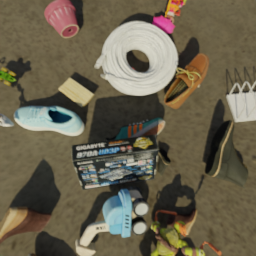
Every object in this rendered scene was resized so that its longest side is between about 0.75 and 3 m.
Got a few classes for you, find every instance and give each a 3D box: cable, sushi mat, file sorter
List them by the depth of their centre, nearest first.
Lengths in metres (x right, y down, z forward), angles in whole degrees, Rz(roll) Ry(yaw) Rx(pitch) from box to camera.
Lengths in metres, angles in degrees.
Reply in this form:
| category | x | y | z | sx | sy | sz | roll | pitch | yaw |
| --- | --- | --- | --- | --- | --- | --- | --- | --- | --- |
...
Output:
| category | x | y | z | sx | sy | sz | roll | pitch | yaw |
| --- | --- | --- | --- | --- | --- | --- | --- | --- | --- |
| file sorter | 4.480 | -0.997 | 9.743 | 1.605 | 0.999 | 1.114 | -6 | 61 | -3 |
| sushi mat | -1.865 | -1.272 | 10.017 | 1.308 | 0.079 | 0.626 | 36 | 77 | 23 |
| cable | 0.389 | -2.470 | 10.222 | 2.719 | 0.941 | 2.718 | 24 | 76 | -7 |

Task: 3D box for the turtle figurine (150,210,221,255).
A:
| category | x | y | z | sx | sy | sz | roll | pitch | yaw |
| --- | --- | --- | --- | --- | --- | --- | --- | --- | --- |
| turtle figurine | 1.064 | 3.086 | 7.068 | 2.224 | 0.716 | 1.793 | 20 | 72 | 50 |

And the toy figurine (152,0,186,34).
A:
| category | x | y | z | sx | sy | sz | roll | pitch | yaw |
| --- | --- | --- | --- | --- | --- | --- | --- | --- | --- |
| toy figurine | 1.676 | -4.745 | 11.354 | 1.500 | 1.840 | 1.999 | 26 | 25 | 14 |

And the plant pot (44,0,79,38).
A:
| category | x | y | z | sx | sy | sz | roll | pitch | yaw |
| --- | --- | --- | --- | --- | --- | --- | --- | --- | --- |
| plant pot | -2.652 | -4.442 | 11.614 | 1.266 | 1.266 | 1.134 | -25 | 79 | -13 |

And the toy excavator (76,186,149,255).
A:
| category | x | y | z | sx | sy | sz | roll | pitch | yaw |
| --- | --- | --- | --- | --- | --- | --- | --- | --- | --- |
| toy excavator | -0.482 | 2.557 | 7.638 | 1.853 | 1.802 | 0.926 | 0 | 17 | -13 |

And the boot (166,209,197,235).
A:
| category | x | y | z | sx | sy | sz | roll | pitch | yaw |
| --- | --- | --- | --- | --- | --- | --- | --- | --- | --- |
| boot | 1.559 | 2.588 | 8.130 | 0.703 | 0.306 | 0.845 | 27 | 68 | 13 |

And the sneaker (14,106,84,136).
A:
| category | x | y | z | sx | sy | sz | roll | pitch | yaw |
| --- | --- | --- | --- | --- | --- | --- | --- | --- | --- |
| sneaker | -2.734 | -0.439 | 9.377 | 2.500 | 1.024 | 0.924 | 7 | 62 | 7 |

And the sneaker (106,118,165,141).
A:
| category | x | y | z | sx | sy | sz | roll | pitch | yaw |
| --- | --- | --- | --- | --- | --- | --- | --- | --- | --- |
| sneaker | 0.207 | 0.134 | 9.144 | 2.058 | 0.735 | 0.822 | -30 | 58 | -12 |

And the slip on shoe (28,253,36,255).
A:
| category | x | y | z | sx | sy | sz | roll | pitch | yaw |
| --- | --- | --- | --- | --- | --- | --- | --- | --- | --- |
| slip on shoe | -2.073 | 3.783 | 7.252 | 0.449 | 0.563 | 1.481 | -43 | 59 | -12 |

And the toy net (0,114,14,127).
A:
| category | x | y | z | sx | sy | sz | roll | pitch | yaw |
| --- | --- | --- | --- | --- | --- | --- | --- | --- | --- |
| toy net | -4.340 | -0.442 | 8.818 | 0.289 | 1.497 | 0.785 | -46 | 34 | 11 |

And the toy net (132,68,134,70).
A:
| category | x | y | z | sx | sy | sz | roll | pitch | yaw |
| --- | --- | --- | --- | --- | --- | --- | --- | --- | --- |
| toy net | -0.083 | -2.362 | 10.970 | 0.482 | 0.178 | 0.919 | -35 | 66 | -18 |

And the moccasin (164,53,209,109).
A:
| category | x | y | z | sx | sy | sz | roll | pitch | yaw |
| --- | --- | --- | --- | --- | --- | --- | --- | --- | --- |
| moccasin | 1.942 | -1.619 | 9.515 | 2.093 | 0.808 | 0.765 | -49 | 62 | 16 |

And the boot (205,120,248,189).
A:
| category | x | y | z | sx | sy | sz | roll | pitch | yaw |
| --- | --- | --- | --- | --- | --- | --- | --- | --- | --- |
| boot | 3.288 | 0.832 | 8.806 | 1.306 | 0.731 | 1.888 | 25 | 78 | -6 |

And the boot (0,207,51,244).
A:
| category | x | y | z | sx | sy | sz | roll | pitch | yaw |
| --- | --- | --- | --- | --- | --- | --- | --- | --- | --- |
| boot | -2.938 | 2.796 | 7.656 | 1.455 | 1.210 | 0.526 | -53 | 39 | 12 |

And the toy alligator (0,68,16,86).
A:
| category | x | y | z | sx | sy | sz | roll | pitch | yaw |
| --- | --- | --- | --- | --- | --- | --- | --- | --- | --- |
| toy alligator | -4.573 | -1.929 | 10.191 | 1.489 | 0.358 | 0.493 | 26 | 86 | 19 |

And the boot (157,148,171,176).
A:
| category | x | y | z | sx | sy | sz | roll | pitch | yaw |
| --- | --- | --- | --- | --- | --- | --- | --- | --- | --- |
| boot | 1.038 | 1.075 | 8.978 | 0.321 | 0.573 | 0.829 | 17 | 25 | -15 |

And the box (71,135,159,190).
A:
| category | x | y | z | sx | sy | sz | roll | pitch | yaw |
| --- | --- | --- | --- | --- | --- | --- | --- | --- | --- |
| box | -0.338 | 1.040 | 8.097 | 2.324 | 1.847 | 0.535 | -8 | 55 | -4 |
